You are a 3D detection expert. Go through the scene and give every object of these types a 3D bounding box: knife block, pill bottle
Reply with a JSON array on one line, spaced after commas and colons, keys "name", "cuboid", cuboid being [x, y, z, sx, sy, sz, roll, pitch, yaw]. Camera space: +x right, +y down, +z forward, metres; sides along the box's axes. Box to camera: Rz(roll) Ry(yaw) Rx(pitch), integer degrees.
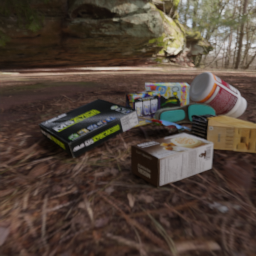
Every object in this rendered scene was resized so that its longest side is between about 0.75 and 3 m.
[{"name": "knife block", "cuboid": [3.196, 0.047, 9.146, 2.354, 0.753, 2.067, 4, 17, 18]}, {"name": "pill bottle", "cuboid": [3.799, -1.283, 11.767, 2.309, 1.304, 1.304, 25, 5, -24]}]

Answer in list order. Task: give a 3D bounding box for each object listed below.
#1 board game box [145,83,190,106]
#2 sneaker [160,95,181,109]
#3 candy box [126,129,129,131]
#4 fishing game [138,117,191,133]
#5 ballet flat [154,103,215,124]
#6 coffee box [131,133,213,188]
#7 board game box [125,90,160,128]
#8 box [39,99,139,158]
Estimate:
[{"name": "board game box", "cuboid": [2.013, -1.737, 14.821, 2.252, 1.181, 1.160, 0, 15, 3]}, {"name": "sneaker", "cuboid": [1.529, -1.016, 13.155, 2.015, 0.786, 0.858, 1, -24, -34]}, {"name": "candy box", "cuboid": [-0.871, -0.245, 10.693, 1.141, 0.510, 1.673, -11, 18, -33]}, {"name": "fishing game", "cuboid": [1.325, -0.050, 9.746, 1.681, 0.365, 2.348, 16, 3, 44]}, {"name": "ballet flat", "cuboid": [2.252, -0.578, 11.299, 2.454, 0.827, 0.782, -5, 10, -11]}, {"name": "coffee box", "cuboid": [1.071, 0.716, 6.817, 1.799, 0.717, 1.029, -10, 18, -33]}, {"name": "board game box", "cuboid": [0.607, -0.787, 11.207, 1.549, 1.280, 0.439, -13, 20, -39]}, {"name": "box", "cuboid": [-1.276, -0.126, 8.907, 2.414, 0.574, 2.332, -27, 31, -28]}]
